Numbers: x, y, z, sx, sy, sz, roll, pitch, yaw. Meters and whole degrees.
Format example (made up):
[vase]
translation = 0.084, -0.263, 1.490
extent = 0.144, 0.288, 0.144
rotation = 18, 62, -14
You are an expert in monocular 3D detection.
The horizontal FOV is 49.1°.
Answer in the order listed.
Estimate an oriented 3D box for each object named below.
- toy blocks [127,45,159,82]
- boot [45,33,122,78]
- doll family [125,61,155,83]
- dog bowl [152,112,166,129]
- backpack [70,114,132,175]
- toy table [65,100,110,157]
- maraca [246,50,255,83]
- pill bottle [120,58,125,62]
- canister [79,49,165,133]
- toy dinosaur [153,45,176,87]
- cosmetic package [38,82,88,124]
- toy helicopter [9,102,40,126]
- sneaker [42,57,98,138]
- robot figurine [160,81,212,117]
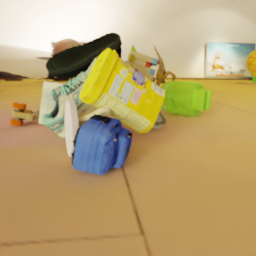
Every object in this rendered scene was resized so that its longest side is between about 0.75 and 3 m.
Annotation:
[toy blocks]
translation = 0.402, -1.783, 9.114
extent = 1.024, 1.498, 0.749
rotation = 16, -9, -10
[boot]
translation = -1.215, -1.758, 9.648
extent = 2.679, 2.251, 1.023
rotation = -28, 50, -15
[doll family]
translation = 0.527, -2.494, 13.730
extent = 1.688, 1.146, 2.921
rotation = 0, -15, 14
[dog bowl]
translation = 0.846, -0.432, 10.424
extent = 1.190, 0.349, 1.190
rotation = 31, 27, -18
[backpack]
translation = -0.592, 0.371, 6.419
extent = 1.236, 1.197, 1.473
rotation = 9, 14, 10
[toy table]
translation = -1.158, -0.005, 7.675
extent = 0.998, 1.705, 1.567
rotation = 0, -25, -22
[maraca]
translation = 3.443, -1.599, 7.429
extent = 0.504, 0.942, 0.646
rotation = -9, -2, -17
[pill bottle]
translation = -0.529, -1.728, 9.005
extent = 0.619, 0.619, 1.114
rotation = -12, -19, -42
[canister]
translation = -0.096, -0.959, 7.880
extent = 2.113, 1.569, 0.915
rotation = 31, -19, -25
[toy dinosaur]
translation = 1.696, -2.749, 13.961
extent = 1.285, 2.419, 0.731
rotation = 15, 42, 17
[cosmetic package]
translation = -2.210, -0.768, 9.905
extent = 1.502, 1.506, 0.926
rotation = 11, 9, 14
[toy helicopter]
translation = -3.522, -0.417, 11.262
extent = 2.179, 0.860, 1.441
rotation = 12, 5, 4
[sneaker]
translation = -1.624, -0.981, 8.432
extent = 1.199, 2.779, 1.078
rotation = 27, 10, -28
[robot figurine]
translation = 2.555, -1.419, 13.295
extent = 2.719, 1.573, 2.385
rotation = 13, 15, 43
